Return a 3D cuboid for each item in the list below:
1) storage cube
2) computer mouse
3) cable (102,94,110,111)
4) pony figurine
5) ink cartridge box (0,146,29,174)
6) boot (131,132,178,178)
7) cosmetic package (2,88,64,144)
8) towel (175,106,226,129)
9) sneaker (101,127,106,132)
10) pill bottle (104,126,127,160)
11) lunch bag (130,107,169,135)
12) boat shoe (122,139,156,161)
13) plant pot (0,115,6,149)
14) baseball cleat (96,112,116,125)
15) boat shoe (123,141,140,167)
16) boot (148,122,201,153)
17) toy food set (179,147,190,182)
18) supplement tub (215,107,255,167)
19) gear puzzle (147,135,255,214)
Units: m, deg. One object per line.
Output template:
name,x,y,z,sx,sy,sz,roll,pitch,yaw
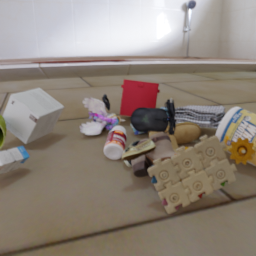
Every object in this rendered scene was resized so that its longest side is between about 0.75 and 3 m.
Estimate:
storage cube,0.525,-1.385,13.613,1.885,1.695,1.611,8,6,-1
computer mouse,0.827,-0.280,8.092,1.627,1.126,0.429,-5,3,-33
cable,-1.167,-1.305,14.883,0.258,0.830,1.017,-15,26,5
pony figurine,-1.148,-0.414,12.009,1.789,1.543,1.853,7,1,-12
ink cartridge box,-3.716,1.025,8.310,0.768,0.442,1.326,-39,-10,25
boot,1.040,0.694,8.192,2.164,0.760,1.582,-10,31,21
cosmetic package,-3.750,-0.514,11.045,1.406,1.408,1.706,37,25,7
towel,3.028,-0.509,11.808,1.994,0.853,1.651,6,8,29
sneaker,-1.508,0.019,12.233,0.535,0.400,1.192,2,12,38
pill bottle,-0.425,0.487,9.999,0.698,0.698,1.236,2,37,7
lunch bag,0.976,-0.283,11.990,1.616,0.666,1.299,-17,-12,-38
boat shoe,0.255,0.611,7.660,1.027,0.377,0.322,-17,64,-24
plant pot,-4.797,0.020,9.684,1.360,1.360,1.454,-3,20,-8
baseball cleat,-1.077,-0.554,13.672,0.849,0.556,1.594,-11,32,-21
boat shoe,0.197,0.833,9.514,0.447,0.535,1.435,-33,9,27
boot,1.688,0.626,10.061,2.174,0.821,2.483,-8,19,8
toy food set,1.444,1.209,8.105,0.817,0.867,1.815,3,29,11
supplement tub,4.044,0.377,8.937,2.093,1.514,1.514,30,33,32
gear puzzle,1.881,0.935,6.990,2.722,1.410,0.356,-26,6,-2
